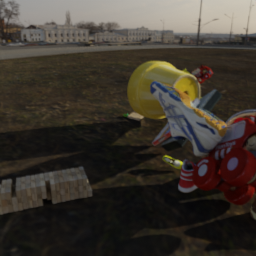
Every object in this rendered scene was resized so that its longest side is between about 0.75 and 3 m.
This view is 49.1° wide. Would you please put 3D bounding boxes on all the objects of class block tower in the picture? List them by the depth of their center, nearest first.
[{"bbox_3d":[-2.287,1.687,7.760,2.455,0.710,0.663,-6,23,-18],"label":"block tower"}]

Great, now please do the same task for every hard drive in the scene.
[{"bbox_3d":[2.230,-0.216,10.025,2.359,0.388,1.646,-49,0,-14],"label":"hard drive"}]

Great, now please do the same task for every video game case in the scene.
[{"bbox_3d":[1.701,-0.150,10.322,1.547,0.189,2.164,-49,0,-20],"label":"video game case"}]

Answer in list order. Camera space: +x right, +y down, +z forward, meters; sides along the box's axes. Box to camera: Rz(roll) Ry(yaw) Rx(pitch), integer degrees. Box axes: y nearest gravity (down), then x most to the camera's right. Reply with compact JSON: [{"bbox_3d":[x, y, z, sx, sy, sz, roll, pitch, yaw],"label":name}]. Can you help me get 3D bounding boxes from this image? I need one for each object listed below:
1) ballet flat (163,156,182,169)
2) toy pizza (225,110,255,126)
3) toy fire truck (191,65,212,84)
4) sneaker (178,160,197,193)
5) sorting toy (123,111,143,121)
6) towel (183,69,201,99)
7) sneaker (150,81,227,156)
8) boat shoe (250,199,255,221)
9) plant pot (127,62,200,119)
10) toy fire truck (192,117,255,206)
[{"bbox_3d":[1.494,1.151,9.327,0.784,0.262,0.263,24,-3,23],"label":"ballet flat"},{"bbox_3d":[3.841,0.404,8.598,1.964,1.964,0.311,7,-4,17],"label":"toy pizza"},{"bbox_3d":[3.131,-2.287,11.847,0.758,0.636,0.425,-34,0,34],"label":"toy fire truck"},{"bbox_3d":[2.103,1.288,8.486,0.550,0.869,1.545,20,29,41],"label":"sneaker"},{"bbox_3d":[0.291,-0.619,14.192,1.023,0.151,0.756,14,31,24],"label":"sorting toy"},{"bbox_3d":[2.937,-1.956,12.699,0.148,1.644,0.707,-37,47,3],"label":"towel"},{"bbox_3d":[1.504,-0.329,8.563,1.098,1.286,2.917,0,36,-45],"label":"sneaker"},{"bbox_3d":[3.931,2.127,6.635,1.886,0.698,0.696,12,25,28],"label":"boat shoe"},{"bbox_3d":[1.701,-1.567,12.339,2.631,2.631,2.476,-14,19,-30],"label":"plant pot"},{"bbox_3d":[2.927,0.682,7.196,1.453,2.176,2.591,26,-26,-17],"label":"toy fire truck"}]
